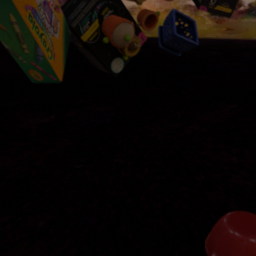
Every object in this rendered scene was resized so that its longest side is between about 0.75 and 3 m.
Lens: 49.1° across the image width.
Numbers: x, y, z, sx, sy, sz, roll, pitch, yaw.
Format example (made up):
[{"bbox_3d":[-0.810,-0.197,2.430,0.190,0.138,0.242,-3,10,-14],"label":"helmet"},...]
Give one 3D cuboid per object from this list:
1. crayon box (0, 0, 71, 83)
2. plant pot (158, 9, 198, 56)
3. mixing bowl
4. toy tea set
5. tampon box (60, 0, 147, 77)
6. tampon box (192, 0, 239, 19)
[{"bbox_3d":[-2.221,-2.499,6.305,0.831,2.853,1.694,0,64,8],"label":"crayon box"},{"bbox_3d":[1.995,-3.844,11.626,1.339,1.338,1.203,13,-27,-31],"label":"plant pot"},{"bbox_3d":[1.696,1.615,4.093,1.061,0.574,1.061,-1,23,0],"label":"mixing bowl"},{"bbox_3d":[0.458,-3.154,7.849,1.633,2.746,1.016,17,24,-48],"label":"toy tea set"},{"bbox_3d":[-0.883,-3.131,8.956,1.743,2.325,1.468,-52,43,-5],"label":"tampon box"},{"bbox_3d":[1.693,-2.640,5.475,0.688,0.580,0.918,10,39,-9],"label":"tampon box"}]
